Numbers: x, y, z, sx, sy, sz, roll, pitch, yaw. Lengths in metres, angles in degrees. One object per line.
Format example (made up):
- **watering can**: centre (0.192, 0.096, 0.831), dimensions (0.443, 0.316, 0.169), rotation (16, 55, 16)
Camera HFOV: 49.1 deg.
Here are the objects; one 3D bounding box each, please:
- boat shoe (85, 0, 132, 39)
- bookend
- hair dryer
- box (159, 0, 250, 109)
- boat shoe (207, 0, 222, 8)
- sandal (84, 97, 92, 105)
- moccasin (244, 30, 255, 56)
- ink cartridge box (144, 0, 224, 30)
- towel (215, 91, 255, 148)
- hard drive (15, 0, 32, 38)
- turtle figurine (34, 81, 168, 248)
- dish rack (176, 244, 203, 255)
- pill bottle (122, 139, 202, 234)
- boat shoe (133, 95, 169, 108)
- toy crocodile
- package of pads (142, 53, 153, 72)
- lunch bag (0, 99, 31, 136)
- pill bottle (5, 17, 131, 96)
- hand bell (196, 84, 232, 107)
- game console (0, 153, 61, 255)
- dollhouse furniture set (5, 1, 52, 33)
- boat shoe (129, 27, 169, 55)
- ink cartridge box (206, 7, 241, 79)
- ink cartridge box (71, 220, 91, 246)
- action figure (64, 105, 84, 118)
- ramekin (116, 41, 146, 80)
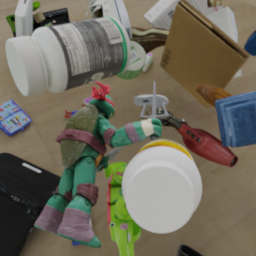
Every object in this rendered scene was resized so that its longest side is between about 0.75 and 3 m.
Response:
- **boat shoe**: centre (-0.780, -3.665, 8.661), dimensions (1.214, 1.052, 2.848), rotation (-14, 62, -3)
- **bookend**: centre (-3.541, -4.053, 12.795), dimensions (2.822, 1.308, 2.840), rotation (-22, 51, -19)
- **hair dryer**: centre (1.265, 0.233, 5.740), dimensions (2.026, 0.550, 1.543), rotation (28, 11, 8)
- **box**: centre (1.897, -1.851, 7.762), dimensions (0.283, 2.661, 2.176), rotation (-40, 76, -17)
- **boat shoe**: centre (2.531, -4.152, 8.062), dimensions (0.495, 1.301, 0.466), rotation (-2, 11, 9)
- **sandal**: centre (-1.215, -1.211, 10.812), dimensions (0.447, 0.270, 1.098), rotation (36, 56, 29)
- **moccasin**: centre (4.215, -2.967, 7.991), dimensions (0.946, 2.352, 0.802), rotation (43, 70, -7)
- **ink cartridge box**: centre (2.104, -4.329, 10.556), dimensions (2.398, 1.752, 1.011), rotation (-40, 39, 14)
- **towel**: centre (2.399, -0.211, 4.813), dimensions (1.672, 0.933, 0.406), rotation (-13, 11, 9)
- **hard drive**: centre (-2.891, -2.652, 7.841), dimensions (0.261, 1.989, 1.311), rotation (7, 54, -14)
- **turtle figurine**: centre (-0.559, 0.443, 4.949), dimensions (1.479, 2.199, 2.937), rotation (26, 66, -13)
- **dish rack**: centre (1.568, 3.548, 5.013), dimensions (2.033, 0.723, 2.650), rotation (29, 16, 8)
- **pill bottle**: centre (0.557, 0.866, 4.618), dimensions (1.206, 1.206, 2.172), rotation (9, 4, 8)
- **boat shoe**: centre (0.662, -0.779, 7.736), dimensions (1.015, 0.360, 0.354), rotation (1, 29, 30)
- **toy crocodile**: centre (-0.154, 1.532, 5.731), dimensions (0.730, 0.798, 2.365), rotation (-6, 36, 1)
- **package of pads**: centre (0.356, -3.019, 12.410), dimensions (1.281, 0.437, 0.990), rotation (17, 49, 15)
- **lunch bag**: centre (-4.074, -0.266, 9.827), dimensions (1.224, 0.576, 0.922), rotation (39, 56, 16)
- **pill bottle**: centre (-1.422, -1.774, 6.934), dimensions (2.727, 1.542, 1.542), rotation (-23, 50, -30)
- **hand bell**: centre (2.728, -0.259, 6.244), dimensions (2.752, 1.433, 1.433), rotation (35, 56, 26)
- **game console**: centre (-3.344, 2.060, 7.726), dimensions (2.648, 1.541, 2.329), rotation (20, 20, 18)
- **dollhouse furniture set**: centre (-2.819, -2.888, 8.458), dimensions (0.946, 1.445, 0.725), rotation (-9, 25, 41)
- **boat shoe**: centre (0.756, -2.843, 9.396), dimensions (0.813, 0.814, 2.202), rotation (10, 8, -44)
- **ink cartridge box**: centre (2.620, -2.431, 9.014), dimensions (1.801, 0.532, 2.250), rotation (-14, 78, 36)
- **ink cartridge box**: centre (-1.254, 2.443, 7.359), dimensions (0.531, 0.250, 1.130), rotation (-9, 47, -9)
- **action figure**: centre (-1.744, -0.614, 10.094), dimensions (1.090, 0.539, 0.356), rotation (2, 47, -2)
- **ramekin**: centre (0.005, -2.104, 8.598), dimensions (1.132, 0.553, 1.132), rotation (3, 78, -17)
